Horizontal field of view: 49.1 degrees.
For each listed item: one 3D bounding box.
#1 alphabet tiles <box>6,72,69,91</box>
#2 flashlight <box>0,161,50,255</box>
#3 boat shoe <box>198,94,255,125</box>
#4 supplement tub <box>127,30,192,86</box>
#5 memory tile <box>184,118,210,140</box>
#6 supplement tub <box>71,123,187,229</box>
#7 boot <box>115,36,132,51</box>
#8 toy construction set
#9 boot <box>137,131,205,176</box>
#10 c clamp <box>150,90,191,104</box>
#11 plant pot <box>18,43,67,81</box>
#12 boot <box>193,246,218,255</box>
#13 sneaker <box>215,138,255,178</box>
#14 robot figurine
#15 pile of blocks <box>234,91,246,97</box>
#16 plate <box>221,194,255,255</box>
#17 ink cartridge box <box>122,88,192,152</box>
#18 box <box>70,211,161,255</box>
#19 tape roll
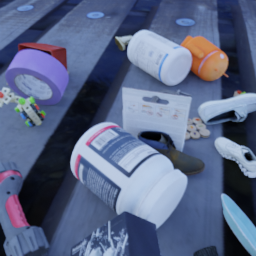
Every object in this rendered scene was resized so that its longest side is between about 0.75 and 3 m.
[{"bbox_3d":[-3.874,-2.156,12.139,2.400,0.076,1.997,3,42,3],"label":"alphabet tiles"},{"bbox_3d":[-2.747,2.004,6.921,0.932,0.929,2.743,5,31,-46],"label":"flashlight"},{"bbox_3d":[3.701,-0.551,9.871,2.361,0.824,0.841,-10,53,-1],"label":"boat shoe"},{"bbox_3d":[1.308,-2.997,11.921,1.624,1.624,2.462,-27,49,-27],"label":"supplement tub"},{"bbox_3d":[2.013,0.022,9.655,1.391,0.117,1.066,-5,41,-7],"label":"memory tile"},{"bbox_3d":[-0.030,1.171,7.115,2.587,1.815,1.815,33,52,31],"label":"supplement tub"},{"bbox_3d":[-0.105,-4.378,14.359,0.916,0.427,1.184,-12,42,-14],"label":"boot"},{"bbox_3d":[-3.464,-0.707,9.282,0.945,2.052,1.346,-41,73,1],"label":"toy construction set"},{"bbox_3d":[1.182,0.722,8.135,2.125,1.030,0.794,9,44,16],"label":"boot"},{"bbox_3d":[1.609,-1.130,10.898,1.277,0.202,1.495,21,46,22],"label":"c clamp"},{"bbox_3d":[-3.390,-2.732,11.686,1.588,1.586,1.399,16,33,16],"label":"plant pot"},{"bbox_3d":[2.067,3.001,6.129,1.113,0.419,0.832,-6,42,-7],"label":"boot"},{"bbox_3d":[3.319,0.738,8.446,0.616,0.664,1.639,-32,48,-16],"label":"sneaker"},{"bbox_3d":[3.232,-2.940,11.951,1.405,1.733,2.409,-30,57,-13],"label":"robot figurine"},{"bbox_3d":[4.492,-1.134,10.795,0.454,0.344,1.107,-5,43,-5],"label":"pile of blocks"},{"bbox_3d":[2.611,2.312,6.232,0.236,1.843,1.843,-40,43,15],"label":"plate"},{"bbox_3d":[0.797,-0.280,8.320,1.917,2.364,0.593,10,46,11],"label":"ink cartridge box"},{"bbox_3d":[-0.263,2.791,5.276,0.925,1.777,1.618,33,29,-30],"label":"box"},{"bbox_3d":[-3.254,-1.761,10.109,2.038,2.038,0.866,9,60,10],"label":"tape roll"}]
